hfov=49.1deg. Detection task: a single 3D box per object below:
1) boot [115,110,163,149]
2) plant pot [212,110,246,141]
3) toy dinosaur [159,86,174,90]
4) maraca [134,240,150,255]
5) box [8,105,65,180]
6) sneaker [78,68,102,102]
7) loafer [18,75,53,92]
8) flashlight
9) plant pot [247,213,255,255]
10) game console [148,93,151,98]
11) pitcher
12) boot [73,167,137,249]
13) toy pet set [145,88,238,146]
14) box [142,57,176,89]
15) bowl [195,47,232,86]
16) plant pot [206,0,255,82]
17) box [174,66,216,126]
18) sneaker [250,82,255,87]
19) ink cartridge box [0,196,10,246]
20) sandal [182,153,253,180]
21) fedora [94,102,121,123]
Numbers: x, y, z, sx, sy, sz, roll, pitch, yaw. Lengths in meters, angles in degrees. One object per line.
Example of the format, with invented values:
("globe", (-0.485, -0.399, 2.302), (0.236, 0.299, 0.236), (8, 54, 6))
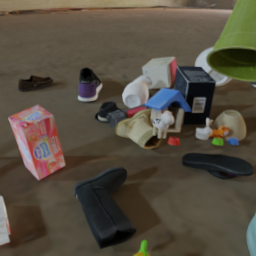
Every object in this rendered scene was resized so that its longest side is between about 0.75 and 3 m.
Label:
("boot", (0.717, 0.027, 10.105), (1.969, 0.717, 1.530), (-23, 38, -39))
("plant pot", (3.772, -0.178, 10.377), (1.224, 0.822, 1.224), (-1, 29, 0))
("toy dinosaur", (2.943, -2.272, 14.297), (1.304, 0.702, 2.958), (19, 38, 37))
("maraca", (0.249, 2.717, 5.352), (0.632, 0.810, 1.182), (16, 22, -3))
("box", (-2.615, 0.436, 8.145), (0.966, 1.882, 0.891), (-29, 42, -33))
("sneaker", (-1.874, -2.432, 13.794), (1.131, 1.308, 2.987), (-2, 28, -5))
("loafer", (-4.731, -2.374, 14.380), (1.858, 0.663, 0.678), (-23, 37, -34))
("flashlight", (0.474, -0.564, 11.123), (2.515, 0.851, 0.854), (-20, 77, -26))
("plant pot", (3.973, 1.989, 5.640), (2.631, 1.763, 2.631), (0, 29, 0))
("game console", (0.438, -1.664, 13.665), (1.286, 0.155, 0.759), (26, 39, 36))
("pitcher", (0.233, -1.496, 12.580), (1.543, 1.090, 1.798), (-28, 22, 30))
("boot", (-0.343, 1.876, 6.946), (1.590, 0.633, 1.929), (-22, 33, -20))
("toy pet set", (2.005, -0.465, 9.649), (2.811, 1.493, 2.625), (2, 13, -29))
("box", (1.682, -2.873, 14.508), (1.320, 1.125, 2.065), (0, 25, 22))
("bowl", (4.421, -2.851, 14.006), (2.168, 2.168, 0.974), (6, 46, 10))
("plant pot", (4.692, -3.545, 10.503), (2.858, 2.714, 2.858), (17, -6, 2))
("box", (2.578, -1.329, 11.343), (1.150, 1.856, 1.825), (-1, 30, -6))
("sneaker", (7.171, -2.411, 14.423), (1.634, 0.692, 0.609), (3, 29, 6))
("ink cartridge box", (-3.230, 2.312, 6.460), (0.845, 0.390, 1.551), (-15, 34, -24))
("sandal", (2.676, 1.174, 8.454), (2.133, 0.510, 0.802), (7, 29, 37))
("fedora", (-0.835, -0.725, 11.527), (1.217, 0.556, 1.217), (-4, 31, 3))
